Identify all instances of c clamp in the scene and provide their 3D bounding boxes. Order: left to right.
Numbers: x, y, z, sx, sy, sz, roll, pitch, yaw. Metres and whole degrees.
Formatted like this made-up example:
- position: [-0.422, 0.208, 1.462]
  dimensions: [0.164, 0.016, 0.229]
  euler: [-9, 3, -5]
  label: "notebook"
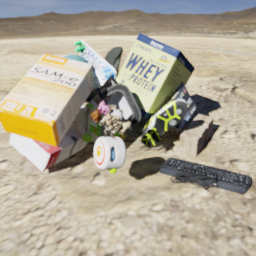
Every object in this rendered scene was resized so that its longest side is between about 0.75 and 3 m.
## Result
- position: [-0.498, -0.720, 9.841]
  dimensions: [1.602, 1.876, 0.254]
  euler: [-32, -8, -5]
  label: "c clamp"

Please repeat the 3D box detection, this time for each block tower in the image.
- position: [2.753, 0.210, 11.131]
  dimensions: [0.700, 0.749, 2.592]
  euler: [13, 26, 25]
  label: "block tower"

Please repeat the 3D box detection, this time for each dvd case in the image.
- position: [-0.757, -0.737, 10.863]
  dimensions: [1.569, 2.200, 0.193]
  euler: [47, 38, 0]
  label: "dvd case"

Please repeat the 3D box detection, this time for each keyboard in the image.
- position: [2.388, 1.375, 8.785]
  dimensions: [2.738, 0.543, 1.425]
  euler: [10, 26, 23]
  label: "keyboard"

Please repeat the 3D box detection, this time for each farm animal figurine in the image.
- position: [-0.442, -0.359, 8.346]
  dimensions: [0.708, 1.137, 1.408]
  euler: [-50, 13, -20]
  label: "farm animal figurine"

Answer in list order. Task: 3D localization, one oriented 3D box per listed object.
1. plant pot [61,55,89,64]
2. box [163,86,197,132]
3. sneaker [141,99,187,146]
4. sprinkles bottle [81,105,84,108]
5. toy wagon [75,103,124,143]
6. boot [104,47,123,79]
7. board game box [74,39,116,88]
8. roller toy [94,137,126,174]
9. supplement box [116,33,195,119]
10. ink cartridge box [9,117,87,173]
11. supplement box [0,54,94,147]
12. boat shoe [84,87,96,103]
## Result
- position: [-2.320, -2.099, 11.853]
  dimensions: [1.537, 1.537, 1.233]
  euler: [-5, 53, -11]
  label: "plant pot"
- position: [2.056, -0.748, 11.240]
  dimensions: [0.363, 1.192, 1.479]
  euler: [7, 51, 49]
  label: "box"
- position: [1.213, -0.317, 10.252]
  dimensions: [0.878, 2.329, 0.890]
  euler: [29, 38, -22]
  label: "sneaker"
- position: [-1.944, -0.726, 12.555]
  dimensions: [1.688, 0.576, 0.576]
  euler: [3, 22, -20]
  label: "sprinkles bottle"
- position: [-1.023, 0.041, 10.302]
  dimensions: [2.028, 0.401, 1.574]
  euler: [30, 41, -33]
  label: "toy wagon"
- position: [-0.625, -2.697, 13.220]
  dimensions: [0.703, 1.356, 2.076]
  euler: [6, 61, 28]
  label: "boot"
- position: [-1.498, -2.071, 12.652]
  dimensions: [0.374, 2.890, 2.890]
  euler: [-28, 55, -25]
  label: "board game box"
- position: [-0.540, 0.680, 7.658]
  dimensions: [0.680, 0.888, 0.973]
  euler: [3, 44, -31]
  label: "roller toy"
- position: [1.068, -1.920, 11.662]
  dimensions: [1.855, 2.761, 2.764]
  euler: [31, 10, 22]
  label: "supplement box"
- position: [-2.621, 0.315, 9.753]
  dimensions: [1.652, 0.933, 2.251]
  euler: [39, 32, 14]
  label: "ink cartridge box"
- position: [-2.462, -0.996, 8.868]
  dimensions: [1.815, 1.059, 2.879]
  euler: [15, 50, 9]
  label: "supplement box"
- position: [-1.761, -1.359, 11.249]
  dimensions: [1.810, 0.685, 0.668]
  euler: [7, 36, -14]
  label: "boat shoe"
